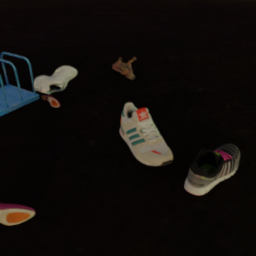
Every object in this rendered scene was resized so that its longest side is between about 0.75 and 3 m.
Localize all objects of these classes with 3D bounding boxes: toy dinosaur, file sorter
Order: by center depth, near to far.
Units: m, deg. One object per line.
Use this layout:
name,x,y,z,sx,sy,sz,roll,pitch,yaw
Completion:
file sorter,-5.372,-1.626,10.805,2.009,1.776,2.895,18,36,29
toy dinosaur,-0.331,-3.039,14.191,1.781,0.764,1.207,14,40,31

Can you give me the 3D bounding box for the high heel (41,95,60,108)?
high heel,-3.000,-1.092,11.362,1.031,0.348,0.496,32,17,26

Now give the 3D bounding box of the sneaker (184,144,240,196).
sneaker,2.302,0.886,7.326,2.116,0.926,0.781,-28,46,-31

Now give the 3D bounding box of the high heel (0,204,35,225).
high heel,-2.910,1.761,6.238,1.563,0.526,0.750,-1,31,-22

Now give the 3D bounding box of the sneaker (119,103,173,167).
sneaker,0.448,0.112,8.456,0.904,1.200,2.567,-14,34,-22

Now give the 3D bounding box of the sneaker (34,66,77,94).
sneaker,-3.116,-2.068,12.651,0.988,0.845,2.268,31,49,25
